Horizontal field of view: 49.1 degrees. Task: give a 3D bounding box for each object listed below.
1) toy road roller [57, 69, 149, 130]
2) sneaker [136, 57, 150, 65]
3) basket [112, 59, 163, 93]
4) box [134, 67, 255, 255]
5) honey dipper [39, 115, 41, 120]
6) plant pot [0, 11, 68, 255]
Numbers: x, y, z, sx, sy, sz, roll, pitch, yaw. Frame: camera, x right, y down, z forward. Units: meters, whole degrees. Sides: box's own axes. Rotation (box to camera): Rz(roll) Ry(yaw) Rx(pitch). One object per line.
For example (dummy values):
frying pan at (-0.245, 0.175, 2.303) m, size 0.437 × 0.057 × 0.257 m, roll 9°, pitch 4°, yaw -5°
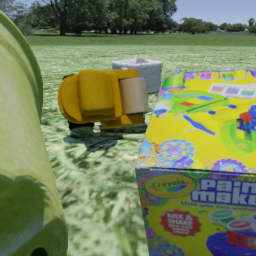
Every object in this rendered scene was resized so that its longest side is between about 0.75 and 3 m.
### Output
toy road roller at (-0.478, -0.680, 6.260) m, size 2.135 × 1.312 × 1.558 m, roll -7°, pitch -3°, yaw -14°
sneaker at (0.531, -2.421, 10.528) m, size 0.312 × 0.342 × 0.834 m, roll 29°, pitch 17°, yaw 34°
basket at (0.336, -2.026, 10.968) m, size 1.497 × 1.204 × 1.484 m, roll -16°, pitch 25°, yaw -41°
box at (1.376, 0.301, 3.104) m, size 2.134 × 1.302 × 2.055 m, roll 2°, pitch 33°, yaw 16°
honey dipper at (-2.281, -0.111, 6.878) m, size 0.355 × 0.355 × 1.868 m, roll -7°, pitch 23°, yaw -19°
plant pot at (-1.779, 0.303, 2.302) m, size 2.790 × 2.790 × 2.565 m, roll -11°, pitch 35°, yaw -28°
